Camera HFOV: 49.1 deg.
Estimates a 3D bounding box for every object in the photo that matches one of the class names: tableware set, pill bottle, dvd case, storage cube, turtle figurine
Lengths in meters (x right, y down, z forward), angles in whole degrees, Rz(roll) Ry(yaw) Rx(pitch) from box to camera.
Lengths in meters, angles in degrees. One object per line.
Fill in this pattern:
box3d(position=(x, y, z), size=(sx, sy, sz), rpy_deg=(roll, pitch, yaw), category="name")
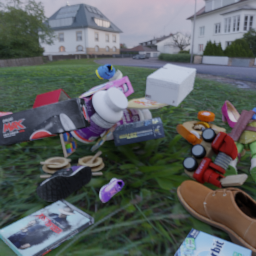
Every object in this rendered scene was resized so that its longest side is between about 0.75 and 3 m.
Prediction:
box3d(position=(-1.869, 1.173, 9.568), size=(2.066, 0.414, 1.366), rpy_deg=(-2, 18, -6), category="tableware set")
box3d(position=(-1.019, -0.443, 9.544), size=(2.125, 1.195, 1.195), rpy_deg=(-37, -5, 34), category="pill bottle")
box3d(position=(-1.858, 2.287, 6.456), size=(1.265, 0.191, 1.734), rpy_deg=(16, 23, 40), category="dvd case")
box3d(position=(-3.287, -0.706, 12.472), size=(1.390, 1.322, 1.546), rpy_deg=(-10, 54, 23), category="storage cube")
box3d(position=(4.036, 0.921, 9.456), size=(1.894, 2.632, 2.552), rpy_deg=(26, 44, 8), category="turtle figurine")
box3d(position=(-0.132, -0.273, 12.652), size=(2.326, 1.306, 1.306), rpy_deg=(-12, 21, -30), category="pill bottle")

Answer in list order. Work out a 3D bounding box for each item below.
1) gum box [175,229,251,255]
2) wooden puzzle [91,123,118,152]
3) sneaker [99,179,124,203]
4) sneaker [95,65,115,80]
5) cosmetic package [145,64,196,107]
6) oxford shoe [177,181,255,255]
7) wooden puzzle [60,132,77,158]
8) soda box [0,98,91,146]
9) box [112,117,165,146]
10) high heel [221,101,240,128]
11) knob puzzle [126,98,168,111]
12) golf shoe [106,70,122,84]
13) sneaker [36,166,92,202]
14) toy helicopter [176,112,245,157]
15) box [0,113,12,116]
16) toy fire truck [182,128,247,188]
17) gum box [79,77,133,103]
box3d(position=(1.645, 2.556, 5.458), size=(1.221, 0.272, 1.038), rpy_deg=(11, 21, 32), category="gum box")
box3d(position=(-0.880, 0.348, 10.055), size=(1.029, 0.122, 1.735), rpy_deg=(-52, 7, -29), category="wooden puzzle")
box3d(position=(-0.420, 1.672, 7.577), size=(0.389, 0.354, 0.880), rpy_deg=(-13, 18, 38), category="sneaker")
box3d(position=(-0.693, -2.143, 10.539), size=(0.559, 0.470, 1.425), rpy_deg=(-26, 5, 22), category="sneaker")
box3d(position=(1.236, -1.255, 7.969), size=(0.949, 0.683, 1.682), rpy_deg=(15, 28, 20), category="cosmetic package")
box3d(position=(2.295, 1.798, 6.631), size=(1.059, 1.058, 2.970), rpy_deg=(-12, 19, -29), category="oxford shoe")
box3d(position=(-2.110, 0.449, 10.007), size=(0.251, 1.003, 1.083), rpy_deg=(-10, 9, 8), category="wooden puzzle")
box3d(position=(-1.865, -0.122, 6.179), size=(1.938, 0.686, 0.614), rpy_deg=(-13, -1, 5), category="soda box")
box3d(position=(0.435, 0.102, 10.618), size=(1.765, 0.571, 2.239), rpy_deg=(-12, 7, 5), category="box")
box3d(position=(5.424, -0.624, 14.107), size=(0.761, 1.085, 2.261), rpy_deg=(-2, 18, -6), category="high heel")
box3d(position=(0.693, -0.941, 11.878), size=(1.915, 0.266, 1.915), rpy_deg=(-3, 20, 1), category="knob puzzle")
box3d(position=(-0.453, -1.559, 12.821), size=(1.263, 2.597, 1.017), rpy_deg=(30, 59, 4), category="golf shoe")
box3d(position=(-1.965, 1.578, 8.091), size=(0.839, 0.726, 1.917), rpy_deg=(2, 8, 34), category="sneaker")
box3d(position=(3.239, 0.369, 11.056), size=(1.957, 1.167, 2.960), rpy_deg=(-9, 26, -28), category="toy helicopter")
box3d(position=(-6.410, -0.238, 13.308), size=(1.672, 0.858, 0.791), rpy_deg=(0, 17, 5), category="box")
box3d(position=(2.705, 0.999, 8.086), size=(1.843, 1.623, 1.186), rpy_deg=(30, -9, 39), category="toy fire truck")
box3d(position=(-0.904, -1.298, 11.116), size=(2.096, 0.693, 1.190), rpy_deg=(-12, 21, 39), category="gum box")
